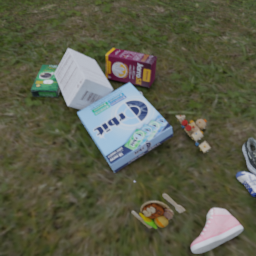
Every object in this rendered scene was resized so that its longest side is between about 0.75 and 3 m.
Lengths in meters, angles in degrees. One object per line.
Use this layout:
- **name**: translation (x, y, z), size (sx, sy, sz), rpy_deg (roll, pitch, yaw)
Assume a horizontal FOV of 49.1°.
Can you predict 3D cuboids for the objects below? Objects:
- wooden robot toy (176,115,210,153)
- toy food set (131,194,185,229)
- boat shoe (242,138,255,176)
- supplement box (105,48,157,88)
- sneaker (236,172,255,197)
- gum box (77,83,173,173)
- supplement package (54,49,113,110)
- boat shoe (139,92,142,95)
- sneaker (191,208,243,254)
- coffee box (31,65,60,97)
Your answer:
- **wooden robot toy**: translation (2.469, -0.013, 9.988), size (0.821, 0.797, 1.810), rpy_deg (-35, 52, 4)
- **toy food set**: translation (0.757, 2.309, 7.448), size (0.901, 1.306, 0.262), rpy_deg (42, 31, -15)
- **boat shoe**: translation (4.200, 0.947, 9.244), size (0.585, 0.575, 1.622), rpy_deg (-2, 37, -3)
- **supplement box**: translation (0.121, -2.665, 12.402), size (2.108, 1.163, 0.903), rpy_deg (14, 38, 14)
- **sneaker**: translation (3.872, 1.818, 8.647), size (1.212, 0.456, 0.534), rpy_deg (29, 53, 26)
- **gum box**: translation (-0.190, -0.137, 10.009), size (2.377, 0.623, 2.798), rpy_deg (-31, 53, -9)
- **supplement package**: translation (-1.848, -1.871, 11.248), size (1.357, 1.362, 2.322), rpy_deg (15, 32, -40)
- **boat shoe**: translation (0.290, -0.797, 11.106), size (0.600, 0.545, 1.631), rpy_deg (3, 46, 3)
- **sneaker**: translation (2.239, 2.747, 7.637), size (1.647, 0.620, 0.861), rpy_deg (-15, 50, -22)
- **coffee box**: translation (-3.471, -2.109, 12.465), size (1.161, 0.415, 1.888), rpy_deg (2, 46, 1)
